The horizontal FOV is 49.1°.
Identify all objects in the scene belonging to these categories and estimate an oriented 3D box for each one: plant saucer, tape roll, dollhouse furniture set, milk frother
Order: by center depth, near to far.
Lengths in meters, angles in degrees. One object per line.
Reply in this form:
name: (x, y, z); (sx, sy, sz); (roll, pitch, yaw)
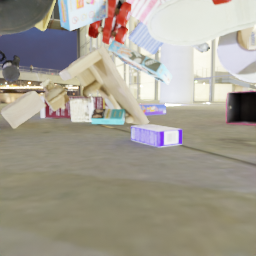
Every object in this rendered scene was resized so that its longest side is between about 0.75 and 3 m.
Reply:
plant saucer: (-2.266, -3.167, 6.549); (1.266, 1.266, 0.307); (31, 39, -8)
tape roll: (3.600, -2.557, 7.255); (0.516, 2.825, 2.825); (22, -6, -32)
dollhouse furniture set: (-1.708, -0.381, 8.418); (2.990, 2.436, 2.844); (-39, 19, -16)
milk frother: (-4.139, -2.100, 9.410); (0.921, 0.831, 0.866); (5, 20, -26)

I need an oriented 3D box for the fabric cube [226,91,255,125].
fabric cube: (3.671, -0.619, 8.520); (0.998, 0.979, 0.994); (5, 8, 45)

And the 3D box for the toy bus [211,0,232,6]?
toy bus: (0.256, -2.740, 4.186); (1.353, 2.619, 2.472); (-38, 54, -8)

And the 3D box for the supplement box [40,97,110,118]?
supplement box: (-2.092, -0.867, 11.429); (2.776, 0.845, 1.510); (-2, 6, -12)

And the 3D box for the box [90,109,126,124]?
box: (-0.604, -0.352, 8.441); (1.001, 0.412, 0.246); (2, -36, 14)

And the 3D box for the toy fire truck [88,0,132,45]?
toy fire truck: (-0.403, -3.581, 8.549); (1.106, 1.656, 1.973); (20, -33, 1)

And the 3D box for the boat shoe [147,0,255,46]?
boat shoe: (1.852, -2.437, 5.987); (2.861, 1.023, 0.855); (-5, 21, 22)

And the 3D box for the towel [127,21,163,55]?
towel: (0.870, -3.580, 10.688); (1.707, 1.236, 0.204); (15, 33, -50)

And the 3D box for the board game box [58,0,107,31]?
board game box: (-0.852, -2.549, 5.389); (0.292, 1.044, 1.022); (33, 50, 28)

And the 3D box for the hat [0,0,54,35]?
hat: (-2.536, -2.728, 4.710); (2.546, 2.546, 1.027); (-5, 11, -39)

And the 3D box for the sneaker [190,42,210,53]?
sneaker: (2.148, -2.569, 8.363); (0.753, 0.490, 1.305); (34, 16, -2)

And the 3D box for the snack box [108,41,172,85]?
snack box: (0.236, -1.229, 5.286); (1.151, 0.214, 0.669); (32, 4, 25)

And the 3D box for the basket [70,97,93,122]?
basket: (-1.549, -0.617, 9.531); (0.725, 0.797, 1.176); (-5, 6, -5)

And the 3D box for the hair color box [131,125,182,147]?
hair color box: (0.469, 0.121, 4.851); (0.479, 0.284, 0.876); (-4, 9, -29)

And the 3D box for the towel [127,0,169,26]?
towel: (0.954, -3.582, 9.043); (2.252, 0.337, 1.648); (33, -10, -8)

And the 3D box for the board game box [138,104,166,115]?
board game box: (0.614, -0.895, 13.446); (1.459, 0.486, 2.170); (5, 8, 39)
